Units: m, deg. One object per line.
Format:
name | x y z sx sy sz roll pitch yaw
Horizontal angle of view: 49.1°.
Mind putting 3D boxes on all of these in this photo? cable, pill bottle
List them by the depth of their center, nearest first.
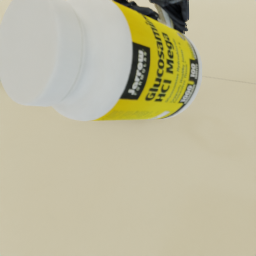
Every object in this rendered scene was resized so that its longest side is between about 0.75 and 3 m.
pill bottle | -0.179 -0.734 3.319 1.308 1.308 2.326 30 21 34
cable | 0.495 -2.437 5.852 1.628 0.507 1.995 18 6 13

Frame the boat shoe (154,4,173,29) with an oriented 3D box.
boat shoe | 0.754 -2.253 5.766 0.289 0.844 0.316 -10 36 14
